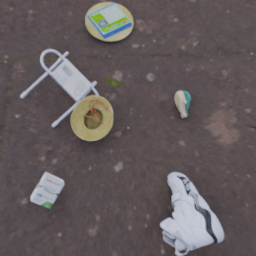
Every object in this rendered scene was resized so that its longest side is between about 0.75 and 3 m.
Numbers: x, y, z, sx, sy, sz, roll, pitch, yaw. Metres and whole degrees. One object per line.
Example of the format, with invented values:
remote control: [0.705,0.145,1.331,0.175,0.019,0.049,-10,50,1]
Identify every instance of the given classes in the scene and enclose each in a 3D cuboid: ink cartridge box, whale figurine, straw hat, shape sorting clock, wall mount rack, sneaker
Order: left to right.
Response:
ink cartridge box: [-2.622,2.029,9.126,0.705,0.399,0.962,31,90,-21]
wall mount rack: [-2.540,-1.463,10.615,2.733,1.019,2.375,46,66,-19]
straw hat: [-1.266,-0.307,10.578,1.709,0.723,1.709,-1,81,6]
shape sorting clock: [-0.852,-4.826,12.766,2.182,0.428,2.182,2,66,-4]
sneaker: [1.567,2.600,8.749,1.567,1.024,2.726,-23,41,-10]
whale figurine: [2.179,-0.922,10.849,0.549,0.842,1.058,-10,84,-12]
